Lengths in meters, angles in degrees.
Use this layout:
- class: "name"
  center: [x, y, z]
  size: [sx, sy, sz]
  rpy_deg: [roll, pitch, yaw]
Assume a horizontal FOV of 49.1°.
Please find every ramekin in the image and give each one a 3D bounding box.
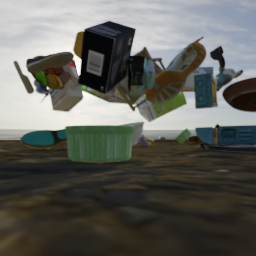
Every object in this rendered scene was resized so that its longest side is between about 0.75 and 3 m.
- class: "ramekin"
  center: [-0.578, 0.311, 5.726]
  size: [1.412, 0.689, 1.412]
  rpy_deg: [0, -2, 0]
- class: "ramekin"
  center: [3.564, 0.546, 17.973]
  size: [1.068, 0.522, 1.068]
  rpy_deg: [-41, -11, -9]

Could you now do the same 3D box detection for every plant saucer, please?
- class: "plant saucer"
  center: [4.356, -0.997, 9.288]
  size: [2.364, 0.407, 2.364]
  rpy_deg: [4, -16, 1]

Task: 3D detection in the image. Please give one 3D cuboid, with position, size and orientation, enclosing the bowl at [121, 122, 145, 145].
- class: "bowl"
  center: [-0.149, 0.339, 13.617]
  size: [2.118, 0.952, 2.118]
  rpy_deg: [-11, 5, 1]

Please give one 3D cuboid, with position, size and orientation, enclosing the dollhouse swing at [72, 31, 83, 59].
- class: "dollhouse swing"
  center: [-1.223, -2.968, 10.464]
  size: [1.175, 1.137, 1.293]
  rpy_deg: [-26, -22, -36]

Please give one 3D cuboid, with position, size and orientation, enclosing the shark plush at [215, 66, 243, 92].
- class: "shark plush"
  center: [3.988, -2.003, 12.306]
  size: [0.990, 0.907, 2.178]
  rpy_deg: [29, -24, -10]

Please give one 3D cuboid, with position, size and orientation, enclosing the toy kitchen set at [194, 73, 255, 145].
- class: "toy kitchen set"
  center: [3.580, -0.668, 8.837]
  size: [2.981, 2.388, 1.756]
  rpy_deg: [-2, -3, 27]

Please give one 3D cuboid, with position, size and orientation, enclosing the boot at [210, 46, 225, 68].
- class: "boot"
  center: [2.828, -2.188, 8.896]
  size: [0.397, 0.820, 0.306]
  rpy_deg: [-19, -34, 38]

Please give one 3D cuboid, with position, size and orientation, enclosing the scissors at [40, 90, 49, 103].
- class: "scissors"
  center: [-3.757, -1.513, 12.926]
  size: [1.045, 0.199, 2.858]
  rpy_deg: [-24, 24, 22]

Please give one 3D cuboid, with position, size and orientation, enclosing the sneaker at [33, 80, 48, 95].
- class: "sneaker"
  center: [-3.419, -1.685, 10.922]
  size: [0.433, 0.441, 1.145]
  rpy_deg: [-6, 41, -39]

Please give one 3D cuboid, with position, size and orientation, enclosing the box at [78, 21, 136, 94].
- class: "box"
  center: [-0.612, -2.111, 8.227]
  size: [0.967, 1.619, 1.646]
  rpy_deg: [22, 33, 12]

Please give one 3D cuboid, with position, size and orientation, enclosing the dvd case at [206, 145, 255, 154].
- class: "dvd case"
  center: [4.208, 0.642, 8.843]
  size: [2.163, 0.232, 2.909]
  rpy_deg: [1, -2, -19]

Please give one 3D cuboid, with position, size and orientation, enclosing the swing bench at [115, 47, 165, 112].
- class: "swing bench"
  center: [0.438, -2.052, 11.427]
  size: [2.025, 1.321, 2.036]
  rpy_deg: [-34, 32, 2]

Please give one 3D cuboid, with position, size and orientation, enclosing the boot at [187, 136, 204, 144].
- class: "boot"
  center: [4.824, 0.797, 18.322]
  size: [1.815, 0.696, 1.409]
  rpy_deg: [-8, -8, 14]

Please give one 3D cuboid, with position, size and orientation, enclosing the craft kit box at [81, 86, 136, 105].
- class: "craft kit box"
  center: [-0.941, -1.625, 13.343]
  size: [1.988, 0.482, 1.963]
  rpy_deg: [9, -11, 46]

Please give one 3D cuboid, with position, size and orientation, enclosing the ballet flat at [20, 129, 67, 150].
- class: "ballet flat"
  center: [-2.760, 0.474, 10.474]
  size: [2.352, 0.829, 0.768]
  rpy_deg: [-7, -34, -21]

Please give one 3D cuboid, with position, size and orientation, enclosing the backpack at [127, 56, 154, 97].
- class: "backpack"
  center: [0.365, -1.545, 8.623]
  size: [0.867, 1.152, 1.022]
  rpy_deg: [8, 37, 0]

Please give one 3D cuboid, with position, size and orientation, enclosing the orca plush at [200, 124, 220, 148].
- class: "orca plush"
  center: [4.056, 0.338, 11.949]
  size: [2.883, 1.025, 1.517]
  rpy_deg: [2, -2, -41]

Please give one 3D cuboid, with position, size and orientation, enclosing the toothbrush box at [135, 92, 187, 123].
- class: "toothbrush box"
  center: [1.706, -1.385, 15.032]
  size: [2.293, 0.987, 1.669]
  rpy_deg: [-26, 22, -7]

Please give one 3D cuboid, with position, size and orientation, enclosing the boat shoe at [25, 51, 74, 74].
- class: "boat shoe"
  center: [-2.500, -2.198, 8.898]
  size: [1.543, 0.484, 0.560]
  rpy_deg: [-20, -29, -10]

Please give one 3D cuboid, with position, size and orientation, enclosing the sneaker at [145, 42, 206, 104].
- class: "sneaker"
  center: [1.667, -1.837, 9.936]
  size: [2.630, 0.995, 1.153]
  rpy_deg: [-43, 6, 4]

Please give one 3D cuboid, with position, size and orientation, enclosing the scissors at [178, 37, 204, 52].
- class: "scissors"
  center: [2.548, -3.390, 11.431]
  size: [0.452, 0.086, 1.234]
  rpy_deg: [-45, 16, -33]

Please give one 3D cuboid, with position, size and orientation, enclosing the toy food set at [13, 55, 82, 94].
- class: "toy food set"
  center: [-3.029, -2.214, 10.948]
  size: [2.470, 1.705, 0.496]
  rpy_deg: [-20, -15, -46]

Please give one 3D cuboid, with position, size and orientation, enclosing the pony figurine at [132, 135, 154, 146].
- class: "pony figurine"
  center: [0.590, 0.533, 14.558]
  size: [1.273, 1.098, 1.319]
  rpy_deg: [9, -12, 28]

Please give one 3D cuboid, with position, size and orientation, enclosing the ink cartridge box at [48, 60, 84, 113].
- class: "ink cartridge box"
  center: [-2.866, -1.896, 12.494]
  size: [0.827, 1.994, 1.464]
  rpy_deg: [4, -27, -44]

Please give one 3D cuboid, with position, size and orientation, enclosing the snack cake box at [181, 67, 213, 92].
- class: "snack cake box"
  center: [2.793, -2.136, 12.717]
  size: [1.462, 0.854, 2.542]
  rpy_deg: [-2, 2, -1]
